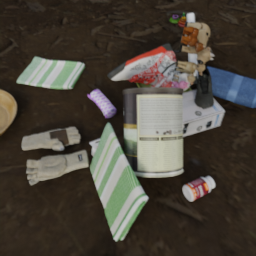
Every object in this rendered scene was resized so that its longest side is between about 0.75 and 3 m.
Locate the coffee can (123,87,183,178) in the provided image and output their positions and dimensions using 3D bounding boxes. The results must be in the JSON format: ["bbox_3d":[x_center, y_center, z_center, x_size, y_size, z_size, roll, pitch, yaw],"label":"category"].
[{"bbox_3d":[0.701,0.078,7.856,1.683,2.300,1.683,-1,3,0],"label":"coffee can"}]

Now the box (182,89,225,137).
[{"bbox_3d":[1.882,-0.454,9.759,2.438,0.733,1.422,-15,49,-13],"label":"box"}]

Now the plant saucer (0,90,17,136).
[{"bbox_3d":[-5.330,-0.267,9.727,2.961,0.524,2.961,0,48,0],"label":"plant saucer"}]

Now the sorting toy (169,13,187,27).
[{"bbox_3d":[2.745,-5.779,14.819,0.688,0.470,1.145,-32,55,-26],"label":"sorting toy"}]

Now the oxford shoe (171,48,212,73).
[{"bbox_3d":[2.394,-2.801,11.935,2.651,0.963,1.119,-10,66,-7],"label":"oxford shoe"}]

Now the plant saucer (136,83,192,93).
[{"bbox_3d":[1.313,-1.544,10.952,1.886,0.451,1.883,-13,49,-11],"label":"plant saucer"}]

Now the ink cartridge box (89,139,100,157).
[{"bbox_3d":[-0.748,0.797,8.807,0.589,0.338,1.006,-20,49,-38],"label":"ink cartridge box"}]

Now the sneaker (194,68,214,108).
[{"bbox_3d":[2.572,-1.370,9.539,0.653,0.781,1.720,-3,47,11],"label":"sneaker"}]

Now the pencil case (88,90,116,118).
[{"bbox_3d":[-0.921,-0.848,10.046,0.507,0.498,1.187,-31,63,-20],"label":"pencil case"}]

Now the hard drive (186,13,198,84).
[{"bbox_3d":[2.486,-2.968,10.784,0.302,1.516,2.298,-2,87,15],"label":"hard drive"}]

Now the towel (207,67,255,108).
[{"bbox_3d":[4.013,-1.530,10.853,2.439,0.592,1.362,23,52,18],"label":"towel"}]

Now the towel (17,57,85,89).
[{"bbox_3d":[-3.200,-2.315,11.783,2.345,0.274,1.789,10,49,9],"label":"towel"}]

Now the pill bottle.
[{"bbox_3d":[2.015,1.702,7.951,0.849,0.480,0.480,-21,51,-18],"label":"pill bottle"}]

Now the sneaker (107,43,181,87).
[{"bbox_3d":[0.766,-1.898,10.233,2.969,1.591,0.991,-31,10,-31],"label":"sneaker"}]

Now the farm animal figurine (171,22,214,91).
[{"bbox_3d":[2.114,-2.149,9.005,1.097,2.182,1.762,12,32,6],"label":"farm animal figurine"}]

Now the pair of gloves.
[{"bbox_3d":[-2.287,0.762,8.715,1.844,0.380,2.168,-15,39,-15],"label":"pair of gloves"}]

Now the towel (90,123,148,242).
[{"bbox_3d":[-0.363,1.377,7.318,0.288,1.879,2.463,1,41,-29],"label":"towel"}]
